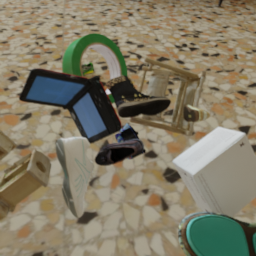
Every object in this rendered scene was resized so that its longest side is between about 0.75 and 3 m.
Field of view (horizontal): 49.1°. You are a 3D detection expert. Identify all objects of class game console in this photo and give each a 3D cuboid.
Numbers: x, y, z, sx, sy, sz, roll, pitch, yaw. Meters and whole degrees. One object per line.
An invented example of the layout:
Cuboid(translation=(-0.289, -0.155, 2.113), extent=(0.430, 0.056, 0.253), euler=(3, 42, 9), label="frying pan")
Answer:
Cuboid(translation=(-1.832, -0.456, 8.403), extent=(1.652, 2.784, 2.399), euler=(-27, 92, -29), label="game console")

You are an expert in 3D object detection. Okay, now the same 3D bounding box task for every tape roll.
Cuboid(translation=(-1.133, -2.063, 10.207), extent=(0.620, 2.581, 2.581), euler=(-5, 29, 44), label="tape roll")

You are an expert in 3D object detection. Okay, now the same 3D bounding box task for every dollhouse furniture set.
Cuboid(translation=(-3.360, 1.164, 7.147), extent=(2.013, 1.780, 1.119), euler=(-36, 25, 8), label="dollhouse furniture set")

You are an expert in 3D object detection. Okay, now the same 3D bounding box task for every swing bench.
Cuboid(translation=(1.337, -1.008, 9.701), extent=(2.168, 2.156, 1.407), euler=(14, 0, 0), label="swing bench")

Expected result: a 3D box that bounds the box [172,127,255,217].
Cuboid(translation=(1.814, 0.900, 5.525), extent=(1.301, 1.295, 0.851), euler=(-34, 17, -10), label="box")

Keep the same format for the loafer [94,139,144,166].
Cuboid(translation=(-0.227, 0.477, 5.211), extent=(1.072, 0.385, 0.338), euler=(-21, 5, 26), label="loafer")

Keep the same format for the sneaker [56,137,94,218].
Cuboid(translation=(-0.937, 0.953, 5.398), extent=(0.652, 1.627, 0.572), euler=(-12, 16, -34), label="sneaker")

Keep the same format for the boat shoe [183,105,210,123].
Cuboid(translation=(1.871, -0.360, 7.659), extent=(0.493, 0.464, 1.296), euler=(-3, 13, -4), label="boat shoe")

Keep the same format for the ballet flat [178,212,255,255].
Cuboid(translation=(1.617, 1.866, 4.365), extent=(2.510, 0.932, 0.932), euler=(18, 34, -24), label="ballet flat")

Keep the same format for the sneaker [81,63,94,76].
Cuboid(translation=(-2.613, -3.317, 15.861), extent=(1.462, 0.623, 0.570), euler=(-31, 49, -30), label="sneaker")

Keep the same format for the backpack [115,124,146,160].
Cuboid(translation=(0.007, 0.369, 8.458), extent=(0.654, 0.887, 0.972), euler=(-27, 30, -4), label="backpack")

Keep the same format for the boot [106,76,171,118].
Cuboid(translation=(0.279, -0.973, 8.363), extent=(1.769, 0.647, 1.332), euler=(-12, 51, -24), label="boot")
